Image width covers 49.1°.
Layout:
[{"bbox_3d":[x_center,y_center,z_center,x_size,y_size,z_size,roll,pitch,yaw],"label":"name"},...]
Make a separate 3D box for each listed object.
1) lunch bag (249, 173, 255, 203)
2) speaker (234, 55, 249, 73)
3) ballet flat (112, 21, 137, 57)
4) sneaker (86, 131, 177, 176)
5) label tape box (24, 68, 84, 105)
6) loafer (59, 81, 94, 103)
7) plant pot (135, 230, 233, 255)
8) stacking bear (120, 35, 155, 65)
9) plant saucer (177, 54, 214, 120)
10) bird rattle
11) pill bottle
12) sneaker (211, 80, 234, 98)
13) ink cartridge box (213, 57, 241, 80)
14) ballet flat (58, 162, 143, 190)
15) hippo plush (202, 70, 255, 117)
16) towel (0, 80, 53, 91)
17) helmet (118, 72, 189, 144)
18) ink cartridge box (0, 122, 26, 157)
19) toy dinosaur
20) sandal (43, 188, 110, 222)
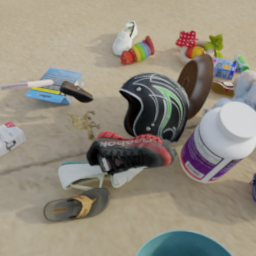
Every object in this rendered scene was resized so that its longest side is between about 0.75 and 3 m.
[{"bbox_3d":[4.333,1.719,7.970,1.635,1.082,1.111,13,62,11],"label":"lunch bag"},{"bbox_3d":[5.347,-3.028,13.233,0.458,0.458,1.036,-2,45,-2],"label":"speaker"},{"bbox_3d":[-0.168,-4.814,14.726,0.969,0.969,2.791,12,46,11],"label":"ballet flat"},{"bbox_3d":[-0.051,0.744,7.325,2.621,0.926,1.280,4,31,36],"label":"sneaker"},{"bbox_3d":[-2.975,-1.554,11.554,1.556,0.683,2.158,12,46,12],"label":"label tape box"},{"bbox_3d":[-1.778,-1.316,9.962,0.503,1.376,0.488,-24,56,35],"label":"loafer"},{"bbox_3d":[1.122,3.550,5.715,2.347,1.581,2.347,0,44,0],"label":"plant pot"},{"bbox_3d":[0.364,-3.607,13.525,1.663,1.010,0.946,-29,95,-14],"label":"stacking bear"},{"bbox_3d":[2.223,-1.518,10.092,0.450,2.462,2.462,14,43,-14],"label":"plant saucer"},{"bbox_3d":[3.307,-3.812,13.528,2.519,1.419,2.053,22,65,25],"label":"bird rattle"},{"bbox_3d":[2.501,0.445,7.828,1.497,2.662,1.497,4,59,-7],"label":"pill bottle"},{"bbox_3d":[4.140,-1.709,11.901,1.420,0.532,0.640,25,41,15],"label":"sneaker"},{"bbox_3d":[4.432,-2.703,12.856,1.335,0.510,0.911,17,48,15],"label":"ink cartridge box"},{"bbox_3d":[-0.697,1.435,8.472,2.795,0.971,0.971,-6,45,-2],"label":"ballet flat"},{"bbox_3d":[3.338,-0.680,9.013,1.880,2.338,1.863,-17,74,-6],"label":"hippo plush"},{"bbox_3d":[-3.033,-1.287,8.433,1.096,0.185,1.148,-2,13,22],"label":"towel"},{"bbox_3d":[0.800,-0.658,8.918,2.268,2.162,2.268,3,4,0],"label":"helmet"},{"bbox_3d":[-4.314,0.402,9.707,0.841,0.483,1.158,32,53,29],"label":"ink cartridge box"},{"bbox_3d":[-1.537,-0.251,9.282,1.799,0.523,0.909,37,44,22],"label":"toy dinosaur"},{"bbox_3d":[-1.409,2.133,7.724,1.893,0.517,0.774,-8,76,-7],"label":"sandal"}]
